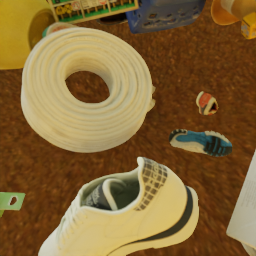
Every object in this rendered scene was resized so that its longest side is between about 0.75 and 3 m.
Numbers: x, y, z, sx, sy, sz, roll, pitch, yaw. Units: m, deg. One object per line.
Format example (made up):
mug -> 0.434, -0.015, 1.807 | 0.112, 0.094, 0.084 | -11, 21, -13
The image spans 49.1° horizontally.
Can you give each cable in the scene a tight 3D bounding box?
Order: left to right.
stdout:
cable -> -0.647, -0.637, 4.586 | 2.094, 0.725, 2.094 | 38, 64, -1

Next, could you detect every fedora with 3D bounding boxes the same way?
fedora -> 3.173, -3.151, 6.425 | 2.482, 2.482, 1.012 | -24, 67, -10

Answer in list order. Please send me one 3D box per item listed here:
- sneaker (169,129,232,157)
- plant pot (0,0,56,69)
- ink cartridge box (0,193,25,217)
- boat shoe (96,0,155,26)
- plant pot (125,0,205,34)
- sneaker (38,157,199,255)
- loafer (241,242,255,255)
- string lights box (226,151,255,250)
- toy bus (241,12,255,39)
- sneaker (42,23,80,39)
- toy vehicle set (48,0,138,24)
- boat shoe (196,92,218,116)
sneaker -> 1.346, 0.279, 5.144 | 1.120, 0.485, 0.420 | 13, 81, 28
plant pot -> -2.599, -2.377, 6.607 | 1.645, 2.318, 2.318 | 19, 67, 18
ink cartridge box -> -2.636, 1.457, 5.003 | 1.400, 0.727, 0.415 | 6, 97, -13
boat shoe -> 0.204, -3.436, 8.029 | 2.385, 0.856, 0.806 | -11, 43, -3
plant pot -> 0.948, -3.679, 6.961 | 1.941, 1.745, 1.941 | -15, 91, -15
sneaker -> -0.446, 1.292, 3.933 | 2.766, 1.113, 1.057 | -35, 35, 22
loafer -> 3.512, 3.110, 6.602 | 0.719, 0.718, 2.058 | -40, 72, -16
string lights box -> 2.751, 1.461, 4.522 | 0.876, 2.970, 1.526 | 12, 72, 46
toy bus -> 3.099, -2.333, 6.031 | 1.181, 0.462, 0.384 | -16, 47, 0
sneaker -> -0.922, -1.889, 6.560 | 2.166, 0.866, 0.773 | 13, 97, -34
toy vehicle set -> -0.796, -2.971, 6.013 | 1.889, 1.174, 0.250 | -12, 44, 3
boat shoe -> 1.944, -0.519, 6.700 | 0.374, 1.196, 0.426 | 31, 90, 27
